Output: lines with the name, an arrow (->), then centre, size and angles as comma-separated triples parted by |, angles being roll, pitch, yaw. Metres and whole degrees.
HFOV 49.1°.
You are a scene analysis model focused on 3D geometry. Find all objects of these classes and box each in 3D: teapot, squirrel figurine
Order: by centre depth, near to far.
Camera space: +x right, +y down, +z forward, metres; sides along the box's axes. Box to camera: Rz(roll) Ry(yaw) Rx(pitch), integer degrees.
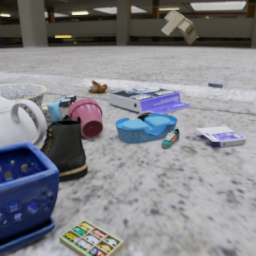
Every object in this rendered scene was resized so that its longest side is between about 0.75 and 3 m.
teapot -> -3.932, -0.065, 7.968 | 2.779, 2.030, 2.743 | -8, 22, -23
squirrel figurine -> -1.670, -2.287, 15.993 | 1.029, 0.728, 0.961 | 17, 12, 4

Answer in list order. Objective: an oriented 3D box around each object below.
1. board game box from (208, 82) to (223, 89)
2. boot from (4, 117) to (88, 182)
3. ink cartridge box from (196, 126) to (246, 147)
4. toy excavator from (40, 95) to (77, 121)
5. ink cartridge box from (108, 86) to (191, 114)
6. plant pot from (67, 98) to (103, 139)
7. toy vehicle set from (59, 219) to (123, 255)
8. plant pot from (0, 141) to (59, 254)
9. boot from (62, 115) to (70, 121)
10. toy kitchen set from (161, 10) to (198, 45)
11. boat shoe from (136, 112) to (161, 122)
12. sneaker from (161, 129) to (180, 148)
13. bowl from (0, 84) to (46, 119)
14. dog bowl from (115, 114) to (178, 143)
board game box -> 5.417, -2.694, 17.411 | 0.866, 0.267, 0.867 | 7, 22, 17
boot -> -2.147, 0.604, 6.864 | 2.254, 1.559, 0.873 | -13, 24, -30
ink cartridge box -> 3.090, 0.284, 9.516 | 1.246, 0.270, 1.235 | -3, 21, -14
toy excavator -> -2.988, -0.765, 11.591 | 1.936, 0.967, 1.882 | -6, 19, 9
ink cartridge box -> 1.056, -1.360, 13.409 | 2.872, 0.629, 2.899 | -18, 28, -40
plant pot -> -1.408, -0.251, 9.849 | 1.239, 1.239, 1.109 | -9, 38, -22
toy vehicle set -> -0.669, 2.056, 5.043 | 1.009, 0.134, 0.627 | 15, 25, 34
plant pot -> -2.267, 1.305, 5.156 | 1.620, 1.456, 1.620 | -14, 25, -34
boot -> -2.054, 0.117, 9.216 | 0.452, 0.807, 1.167 | -5, 22, -13
toy kitchen set -> 1.499, -2.938, 8.552 | 0.869, 0.709, 0.784 | 47, 8, 28
boat shoe -> 0.959, -0.391, 11.058 | 1.250, 0.449, 0.423 | 1, 16, -2
sneaker -> 1.391, 0.318, 9.223 | 0.378, 0.423, 1.059 | 13, 24, 30
bowl -> -4.549, -0.728, 10.650 | 2.917, 1.369, 2.917 | -1, 20, 0
dog bowl -> 0.645, 0.010, 9.848 | 2.281, 0.566, 1.272 | -8, 22, -23
